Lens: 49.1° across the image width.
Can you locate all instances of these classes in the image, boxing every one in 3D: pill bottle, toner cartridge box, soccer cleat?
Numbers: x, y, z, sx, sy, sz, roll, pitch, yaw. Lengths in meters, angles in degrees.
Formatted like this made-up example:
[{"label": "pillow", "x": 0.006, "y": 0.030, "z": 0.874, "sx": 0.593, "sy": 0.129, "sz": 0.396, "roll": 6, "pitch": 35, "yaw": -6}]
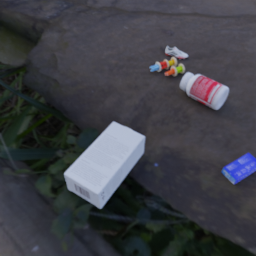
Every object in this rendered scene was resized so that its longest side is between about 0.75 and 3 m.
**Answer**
[{"label": "pill bottle", "x": 3.048, "y": -1.545, "z": 11.379, "sx": 1.782, "sy": 1.001, "sz": 1.001, "roll": 33, "pitch": 55, "yaw": 26}, {"label": "toner cartridge box", "x": 3.723, "y": 1.328, "z": 9.205, "sx": 1.199, "sy": 0.259, "sz": 0.570, "roll": -24, "pitch": 50, "yaw": -21}, {"label": "soccer cleat", "x": 2.371, "y": -3.695, "z": 13.735, "sx": 1.144, "sy": 0.487, "sz": 0.393, "roll": 18, "pitch": 50, "yaw": 17}]

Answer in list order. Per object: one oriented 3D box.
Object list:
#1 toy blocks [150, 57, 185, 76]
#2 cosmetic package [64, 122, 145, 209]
[{"label": "toy blocks", "x": 1.754, "y": -2.693, "z": 12.813, "sx": 1.304, "sy": 0.474, "sz": 1.087, "roll": -21, "pitch": 50, "yaw": -19}, {"label": "cosmetic package", "x": -0.663, "y": 1.100, "z": 8.954, "sx": 1.311, "sy": 0.921, "sz": 2.586, "roll": 26, "pitch": 52, "yaw": 22}]
